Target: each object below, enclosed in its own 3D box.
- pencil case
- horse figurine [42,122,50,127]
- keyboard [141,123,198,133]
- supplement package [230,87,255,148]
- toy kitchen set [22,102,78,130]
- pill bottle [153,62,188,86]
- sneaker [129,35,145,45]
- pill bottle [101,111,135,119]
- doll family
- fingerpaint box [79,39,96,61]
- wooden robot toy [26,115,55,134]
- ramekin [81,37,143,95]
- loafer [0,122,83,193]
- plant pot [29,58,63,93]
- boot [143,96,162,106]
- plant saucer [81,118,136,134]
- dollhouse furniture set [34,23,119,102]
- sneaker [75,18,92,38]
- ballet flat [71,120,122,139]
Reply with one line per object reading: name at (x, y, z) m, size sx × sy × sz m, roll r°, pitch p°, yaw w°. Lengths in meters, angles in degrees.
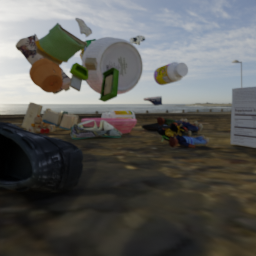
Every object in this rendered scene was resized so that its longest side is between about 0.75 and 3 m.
pencil case at (-3.675, -2.771, 12.517) m, size 1.104 × 2.839 × 1.270 m, roll -37°, pitch 7°, yaw 12°
horse figurine at (-4.840, -0.291, 15.707) m, size 1.856 × 0.463 × 1.230 m, roll 0°, pitch 4°, yaw -2°
keyboard at (2.048, -0.006, 12.855) m, size 1.639 × 0.350 × 2.730 m, roll -11°, pitch 10°, yaw -35°
supplement package at (4.694, -0.301, 7.598) m, size 2.944 × 1.633 × 2.293 m, roll -1°, pitch 5°, yaw -27°
toy kitchen set at (-3.765, -0.324, 13.842) m, size 2.119 × 1.248 × 1.698 m, roll 20°, pitch 4°, yaw 1°
pill bottle at (1.328, -1.696, 8.702) m, size 0.603 × 0.603 × 1.156 m, roll -2°, pitch 0°, yaw -28°
sneaker at (0.560, -4.324, 13.869) m, size 0.859 × 0.343 × 0.559 m, roll -6°, pitch -1°, yaw 33°
pill bottle at (-0.537, -0.451, 14.790) m, size 1.627 × 0.917 × 0.917 m, roll -2°, pitch 5°, yaw -23°
doll family at (1.454, 0.122, 8.203) m, size 1.133 × 0.769 × 1.961 m, roll 4°, pitch 5°, yaw -21°
fingerpaint box at (-1.836, -3.432, 14.467) m, size 0.631 × 1.720 × 1.435 m, roll -18°, pitch -8°, yaw -26°
wooden robot toy at (-3.655, -0.156, 11.806) m, size 0.733 × 0.755 × 1.664 m, roll 2°, pitch 5°, yaw 30°
ramekin at (-0.608, -2.773, 12.805) m, size 2.734 × 2.734 × 1.435 m, roll -2°, pitch 12°, yaw -30°
loafer at (-1.786, 0.346, 3.879) m, size 2.556 × 0.868 × 0.897 m, roll 7°, pitch -2°, yaw 32°
plant pot at (-3.177, -1.988, 11.125) m, size 1.279 × 1.279 × 0.895 m, roll -3°, pitch 43°, yaw -38°
boot at (1.058, -1.145, 12.147) m, size 0.857 × 0.387 × 0.312 m, roll -4°, pitch 2°, yaw 28°
plant saucer at (-0.820, -0.093, 12.043) m, size 2.360 × 0.598 × 2.360 m, roll 1°, pitch 3°, yaw 0°
dollhouse furniture set at (-1.637, -1.946, 9.237) m, size 1.446 × 1.117 × 2.893 m, roll -17°, pitch -32°, yaw 42°
sneaker at (-1.743, -3.791, 10.568) m, size 0.407 × 0.817 × 0.306 m, roll -45°, pitch 11°, yaw -5°
ballet flat at (-1.060, 0.041, 9.814) m, size 1.886 × 0.678 × 0.678 m, roll -1°, pitch 4°, yaw -25°
